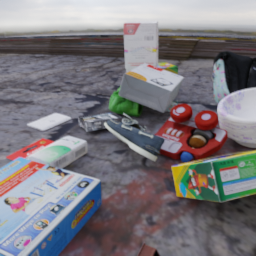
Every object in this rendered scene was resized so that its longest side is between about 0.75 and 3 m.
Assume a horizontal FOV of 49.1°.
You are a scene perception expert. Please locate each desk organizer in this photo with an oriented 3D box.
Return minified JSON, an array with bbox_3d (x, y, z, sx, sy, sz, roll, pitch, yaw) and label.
[{"bbox_3d":[0.231,2.644,4.529,0.561,0.522,1.457,13,27,21],"label":"desk organizer"}]

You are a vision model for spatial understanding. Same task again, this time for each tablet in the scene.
[{"bbox_3d":[-3.253,-0.265,11.608,1.016,0.107,1.561,15,28,30],"label":"tablet"}]

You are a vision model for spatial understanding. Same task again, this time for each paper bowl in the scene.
[{"bbox_3d":[4.520,-0.295,9.704,2.624,1.365,2.624,-14,26,7],"label":"paper bowl"}]

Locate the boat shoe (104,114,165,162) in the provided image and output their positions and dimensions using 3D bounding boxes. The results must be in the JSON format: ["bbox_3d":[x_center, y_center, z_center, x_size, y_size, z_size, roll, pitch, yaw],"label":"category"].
[{"bbox_3d":[0.136,0.171,9.179,1.008,0.833,2.693,32,0,-36],"label":"boat shoe"}]

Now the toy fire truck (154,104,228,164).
[{"bbox_3d":[1.939,0.353,9.164,2.230,1.250,1.872,20,56,38],"label":"toy fire truck"}]

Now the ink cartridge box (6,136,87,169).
[{"bbox_3d":[-2.622,0.687,9.006,2.064,0.517,1.661,15,28,27],"label":"ink cartridge box"}]

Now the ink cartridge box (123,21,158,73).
[{"bbox_3d":[0.677,-3.868,14.128,1.625,2.790,0.941,3,26,9],"label":"ink cartridge box"}]

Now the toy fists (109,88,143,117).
[{"bbox_3d":[0.027,-1.376,13.040,1.481,0.999,2.905,6,26,13],"label":"toy fists"}]

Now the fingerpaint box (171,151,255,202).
[{"bbox_3d":[2.506,1.049,6.637,2.322,0.852,1.937,-8,-8,-16],"label":"fingerpaint box"}]

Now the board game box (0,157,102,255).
[{"bbox_3d":[-2.336,1.795,6.159,2.571,0.734,2.626,11,26,24],"label":"board game box"}]

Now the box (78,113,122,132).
[{"bbox_3d":[-1.117,-0.241,11.012,1.467,0.365,1.157,-9,15,-20],"label":"box"}]

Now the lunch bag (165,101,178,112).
[{"bbox_3d":[1.932,-1.014,12.851,0.653,0.467,0.766,11,22,16],"label":"lunch bag"}]

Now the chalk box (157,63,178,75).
[{"bbox_3d":[1.307,-2.644,15.291,2.403,1.500,1.489,-11,26,-21],"label":"chalk box"}]

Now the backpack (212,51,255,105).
[{"bbox_3d":[4.836,-2.099,12.805,2.024,2.426,1.535,7,-20,-8],"label":"backpack"}]

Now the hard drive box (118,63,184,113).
[{"bbox_3d":[1.083,-1.847,12.313,2.073,1.022,2.660,23,28,11],"label":"hard drive box"}]
